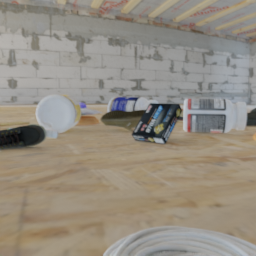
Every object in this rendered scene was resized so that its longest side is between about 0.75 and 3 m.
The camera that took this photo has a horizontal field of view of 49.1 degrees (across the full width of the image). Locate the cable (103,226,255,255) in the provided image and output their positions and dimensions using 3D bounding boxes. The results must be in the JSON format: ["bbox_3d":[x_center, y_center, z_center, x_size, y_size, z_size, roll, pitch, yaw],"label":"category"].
[{"bbox_3d":[0.447,1.214,1.981,1.469,0.509,1.469,1,5,0],"label":"cable"}]

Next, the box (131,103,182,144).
[{"bbox_3d":[1.054,-0.196,10.154,1.304,0.378,1.641,6,52,38],"label":"box"}]

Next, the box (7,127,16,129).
[{"bbox_3d":[-5.177,0.055,13.075,0.767,0.133,0.422,-6,9,-44],"label":"box"}]

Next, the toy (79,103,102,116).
[{"bbox_3d":[-2.976,-1.053,15.703,2.657,0.627,1.530,-8,-9,28],"label":"toy"}]

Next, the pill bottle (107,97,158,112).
[{"bbox_3d":[0.314,-0.938,15.507,2.642,1.529,1.529,5,8,31],"label":"pill bottle"}]

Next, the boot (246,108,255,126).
[{"bbox_3d":[6.825,-0.655,15.744,1.846,1.034,2.669,-4,6,4],"label":"boot"}]

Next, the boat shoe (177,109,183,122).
[{"bbox_3d":[3.203,-0.781,17.256,2.556,0.800,0.910,2,5,9],"label":"boat shoe"}]

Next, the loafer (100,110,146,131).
[{"bbox_3d":[-0.095,-0.290,12.900,2.427,0.819,0.923,0,32,16],"label":"loafer"}]

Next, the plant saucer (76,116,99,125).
[{"bbox_3d":[-2.718,-0.443,16.103,2.074,0.388,2.074,0,6,0],"label":"plant saucer"}]

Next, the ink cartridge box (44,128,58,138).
[{"bbox_3d":[-3.515,0.133,10.747,1.315,0.375,1.069,15,-3,-38],"label":"ink cartridge box"}]

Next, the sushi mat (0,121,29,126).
[{"bbox_3d":[-6.565,-0.227,15.499,0.948,0.120,1.982,4,8,37],"label":"sushi mat"}]

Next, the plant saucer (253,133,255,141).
[{"bbox_3d":[5.741,0.275,10.098,2.260,0.423,2.260,1,7,0],"label":"plant saucer"}]

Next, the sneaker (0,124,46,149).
[{"bbox_3d":[-3.535,0.366,8.656,1.907,0.713,1.013,-8,8,18],"label":"sneaker"}]

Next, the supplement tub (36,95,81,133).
[{"bbox_3d":[-3.086,-0.696,12.881,1.683,1.683,2.315,0,6,-1],"label":"supplement tub"}]

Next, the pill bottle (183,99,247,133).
[{"bbox_3d":[3.749,-0.527,12.308,2.560,1.483,1.483,2,7,13],"label":"pill bottle"}]
